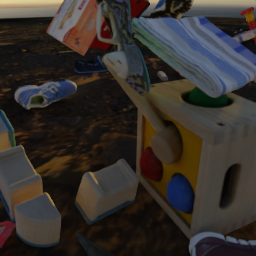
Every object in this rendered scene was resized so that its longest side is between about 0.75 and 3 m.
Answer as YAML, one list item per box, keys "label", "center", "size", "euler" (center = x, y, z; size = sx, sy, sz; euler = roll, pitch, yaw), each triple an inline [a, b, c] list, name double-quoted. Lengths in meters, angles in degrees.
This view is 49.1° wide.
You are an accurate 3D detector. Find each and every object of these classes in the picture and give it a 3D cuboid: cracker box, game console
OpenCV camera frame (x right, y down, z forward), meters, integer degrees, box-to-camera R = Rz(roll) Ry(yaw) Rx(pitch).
- label: "cracker box"
  center: [-1.761, -3.678, 9.504]
  size: [0.785, 1.823, 2.721]
  euler: [27, 9, -37]
- label: "game console"
  center: [-0.578, -4.289, 10.451]
  size: [2.154, 2.499, 1.483]
  euler: [-13, 68, -54]

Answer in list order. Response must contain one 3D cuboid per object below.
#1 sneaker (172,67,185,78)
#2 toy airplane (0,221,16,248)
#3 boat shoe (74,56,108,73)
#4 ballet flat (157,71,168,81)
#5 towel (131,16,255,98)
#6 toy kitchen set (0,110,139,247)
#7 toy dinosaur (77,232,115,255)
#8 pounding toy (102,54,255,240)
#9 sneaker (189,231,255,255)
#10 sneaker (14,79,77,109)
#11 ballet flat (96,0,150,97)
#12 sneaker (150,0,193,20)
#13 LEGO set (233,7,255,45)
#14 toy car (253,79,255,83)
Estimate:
- label: "sneaker"
  center: [3.587, -3.303, 14.344]
  size: [2.720, 0.969, 1.530]
  euler: [-12, 32, -17]
- label: "toy airplane"
  center: [-2.897, 2.190, 3.850]
  size: [2.756, 0.507, 2.756]
  euler: [3, 16, -1]
- label: "boat shoe"
  center: [-1.751, -3.337, 14.686]
  size: [2.069, 0.710, 0.870]
  euler: [-13, 30, -25]
- label: "ballet flat"
  center: [1.653, -2.549, 13.566]
  size: [0.332, 0.314, 0.985]
  euler: [-7, 28, -14]
- label: "towel"
  center: [1.530, -1.535, 5.402]
  size: [2.043, 0.331, 2.781]
  euler: [45, 41, 19]
- label: "toy kitchen set"
  center: [-1.537, 0.918, 5.841]
  size: [2.241, 1.648, 2.798]
  euler: [-19, 52, -34]
- label: "toy dinosaur"
  center: [-0.128, 2.262, 3.697]
  size: [1.133, 0.853, 2.216]
  euler: [-2, 18, -31]
- label: "pounding toy"
  center: [0.953, 0.174, 5.307]
  size: [2.022, 2.844, 2.618]
  euler: [-13, 29, -23]
- label: "sneaker"
  center: [1.793, 2.159, 3.913]
  size: [1.918, 0.725, 1.108]
  euler: [-2, 30, 20]
- label: "sneaker"
  center: [-2.965, -1.194, 10.482]
  size: [2.321, 0.879, 0.894]
  euler: [-20, 48, -28]
- label: "ballet flat"
  center: [-0.155, -1.334, 4.521]
  size: [0.644, 1.790, 0.644]
  euler: [-14, 6, 2]
- label: "sneaker"
  center: [1.511, -4.060, 8.962]
  size: [0.999, 1.134, 2.544]
  euler: [26, -6, -14]
- label: "LEGO set"
  center: [4.083, -2.808, 7.360]
  size: [2.221, 2.973, 0.730]
  euler: [25, 41, 16]
- label: "toy car"
  center: [4.457, -1.737, 8.792]
  size: [0.833, 0.952, 0.714]
  euler: [4, 24, 9]
